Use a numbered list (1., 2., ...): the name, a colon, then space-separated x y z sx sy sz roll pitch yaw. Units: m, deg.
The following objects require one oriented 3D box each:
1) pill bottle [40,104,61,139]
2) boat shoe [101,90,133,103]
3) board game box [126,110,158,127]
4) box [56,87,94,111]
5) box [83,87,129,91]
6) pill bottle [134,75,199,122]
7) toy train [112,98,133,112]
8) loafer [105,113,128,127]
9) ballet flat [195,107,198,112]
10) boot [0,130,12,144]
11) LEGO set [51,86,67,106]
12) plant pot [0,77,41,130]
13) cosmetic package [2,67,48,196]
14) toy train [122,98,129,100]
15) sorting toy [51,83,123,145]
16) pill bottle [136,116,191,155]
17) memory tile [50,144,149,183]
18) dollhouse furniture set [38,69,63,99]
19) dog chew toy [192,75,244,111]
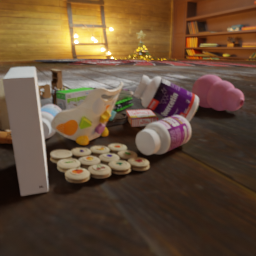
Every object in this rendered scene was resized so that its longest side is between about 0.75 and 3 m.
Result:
1. pill bottle: -2.889 -0.188 9.775 0.945 0.945 1.737 0 18 -1
2. boat shoe: -0.644 -1.532 14.291 1.883 0.619 0.678 -2 -7 19
3. board game box: 0.541 -0.415 11.494 1.067 0.326 1.408 -3 18 -9
4. box: -2.091 -0.908 11.454 0.711 1.297 1.470 15 24 40
5. box: -1.279 -2.039 15.742 2.252 0.407 1.610 1 8 -24
6. pill bottle: 1.430 -1.109 10.762 2.309 1.299 1.299 25 18 -4
7. toy train: -0.350 -1.119 13.422 0.604 0.447 2.141 -3 12 23
8. loafer: -0.595 -0.402 11.125 0.548 0.533 1.501 17 24 42
9. ballet flat: 2.431 -0.809 12.615 1.632 0.545 0.547 -8 -2 -32
10. boot: -3.926 0.368 8.942 0.913 0.435 1.180 16 26 28
11. LEGO set: -2.566 -1.389 13.098 2.089 1.210 1.606 12 21 33
12. plant pot: -4.474 -0.839 10.513 1.769 1.771 1.568 18 31 30
13. cosmetic package: -2.347 -0.035 6.596 0.665 2.576 1.942 -7 19 -18
14. toy train: -0.834 -1.574 15.128 1.795 0.375 0.506 2 8 5
15. sorting toy: -0.987 -0.622 8.984 1.194 2.012 2.235 46 34 14
16. pill bottle: 1.056 0.236 8.415 0.972 0.972 1.731 16 23 40
17. memory tile: -0.757 0.842 7.414 2.287 0.192 1.753 -6 20 -30
18. dollhouse furniture set: -5.115 -2.648 16.639 2.240 1.457 2.057 -13 21 -35
19. dog chew toy: 4.281 -1.548 13.262 1.627 1.627 2.612 -11 28 -30
